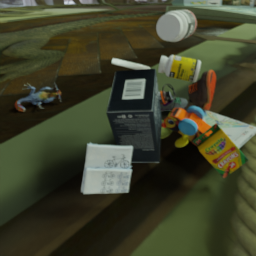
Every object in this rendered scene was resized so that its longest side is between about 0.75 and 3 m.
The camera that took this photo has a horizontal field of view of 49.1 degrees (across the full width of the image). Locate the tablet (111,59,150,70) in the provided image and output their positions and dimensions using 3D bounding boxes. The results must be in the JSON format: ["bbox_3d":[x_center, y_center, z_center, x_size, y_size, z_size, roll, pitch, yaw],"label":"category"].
[{"bbox_3d":[0.114,-2.249,10.077,1.417,0.097,0.922,12,22,-4],"label":"tablet"}]

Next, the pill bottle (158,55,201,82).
[{"bbox_3d":[2.358,-2.781,12.999,1.812,1.019,1.019,13,33,8],"label":"pill bottle"}]

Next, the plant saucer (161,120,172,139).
[{"bbox_3d":[1.076,0.086,11.466,1.471,0.229,1.471,-1,31,0],"label":"plant saucer"}]

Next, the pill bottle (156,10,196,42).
[{"bbox_3d":[1.600,-3.366,9.254,0.950,0.950,1.668,15,29,23],"label":"pill bottle"}]

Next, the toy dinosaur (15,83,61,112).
[{"bbox_3d":[-4.351,-1.327,13.618,2.059,1.191,2.269,-19,-7,-4],"label":"toy dinosaur"}]

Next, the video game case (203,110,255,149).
[{"bbox_3d":[3.183,0.051,10.063,2.185,0.240,1.991,24,37,37],"label":"video game case"}]

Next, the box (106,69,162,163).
[{"bbox_3d":[0.329,-0.332,9.231,1.369,2.557,1.897,-2,48,12],"label":"box"}]

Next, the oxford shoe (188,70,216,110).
[{"bbox_3d":[2.726,-1.371,10.599,0.973,2.683,0.955,12,74,15],"label":"oxford shoe"}]

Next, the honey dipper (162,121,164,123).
[{"bbox_3d":[1.565,-0.354,10.892,0.907,0.172,0.172,-30,33,4],"label":"honey dipper"}]

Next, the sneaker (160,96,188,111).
[{"bbox_3d":[2.063,-1.142,12.669,1.787,0.782,0.665,-10,69,-25],"label":"sneaker"}]

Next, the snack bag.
[{"bbox_3d":[-0.520,1.103,7.461,1.331,1.412,0.151,5,14,-20],"label":"snack bag"}]

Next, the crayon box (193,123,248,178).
[{"bbox_3d":[2.735,0.689,8.343,0.913,1.438,0.365,-42,10,15],"label":"crayon box"}]

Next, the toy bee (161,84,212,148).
[{"bbox_3d":[1.790,-0.210,9.010,1.617,2.471,1.343,-28,-4,-35],"label":"toy bee"}]

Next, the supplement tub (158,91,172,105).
[{"bbox_3d":[1.180,-1.121,10.860,0.977,0.522,0.522,-15,28,16],"label":"supplement tub"}]
